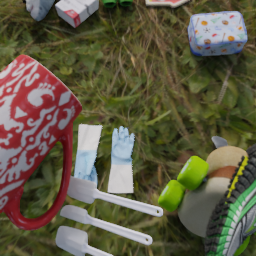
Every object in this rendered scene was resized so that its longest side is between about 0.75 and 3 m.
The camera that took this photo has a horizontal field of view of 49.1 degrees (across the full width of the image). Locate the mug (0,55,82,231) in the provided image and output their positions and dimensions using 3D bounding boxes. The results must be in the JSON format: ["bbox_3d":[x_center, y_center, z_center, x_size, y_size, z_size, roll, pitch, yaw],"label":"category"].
[{"bbox_3d":[-2.246,0.371,5.495,1.936,2.576,2.902,25,72,47],"label":"mug"}]

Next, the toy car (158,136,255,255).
[{"bbox_3d":[2.574,1.367,7.541,2.318,2.226,2.821,34,45,6],"label":"toy car"}]

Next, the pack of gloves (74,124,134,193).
[{"bbox_3d":[-0.691,0.832,8.211,1.728,0.406,2.057,1,70,1],"label":"pack of gloves"}]

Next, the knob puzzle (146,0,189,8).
[{"bbox_3d":[1.655,-5.457,10.588,2.282,0.316,2.282,0,69,0],"label":"knob puzzle"}]

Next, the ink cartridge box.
[{"bbox_3d":[-1.810,-4.364,10.069,0.919,0.519,1.252,41,75,14],"label":"ink cartridge box"}]

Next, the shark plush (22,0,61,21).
[{"bbox_3d":[-2.749,-5.019,10.405,1.145,1.249,2.749,45,53,-6],"label":"shark plush"}]

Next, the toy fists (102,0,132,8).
[{"bbox_3d":[-0.409,-4.779,10.310,1.133,0.390,0.578,-6,77,-4],"label":"toy fists"}]

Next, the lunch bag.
[{"bbox_3d":[3.050,-3.261,9.574,1.901,0.718,1.523,-4,68,0],"label":"lunch bag"}]

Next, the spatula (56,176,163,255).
[{"bbox_3d":[-0.483,2.002,5.682,2.342,0.188,1.628,9,86,27],"label":"spatula"}]

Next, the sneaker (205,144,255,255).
[{"bbox_3d":[2.358,1.707,5.403,1.146,1.049,2.690,30,87,9],"label":"sneaker"}]
